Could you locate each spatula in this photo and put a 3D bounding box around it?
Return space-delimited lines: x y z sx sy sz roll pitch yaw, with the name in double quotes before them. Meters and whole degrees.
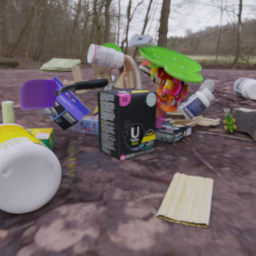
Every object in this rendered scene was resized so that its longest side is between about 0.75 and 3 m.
"spatula" -1.341 -0.910 6.491 0.248 0.683 2.415 29 33 32

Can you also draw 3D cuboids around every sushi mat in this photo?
"sushi mat" 1.160 1.323 5.415 0.863 0.109 1.804 6 16 18

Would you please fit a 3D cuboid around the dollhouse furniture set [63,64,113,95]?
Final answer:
"dollhouse furniture set" -1.577 -1.867 10.112 1.203 1.028 2.321 -7 13 21

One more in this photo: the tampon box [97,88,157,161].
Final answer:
"tampon box" -0.033 -0.170 7.796 1.298 1.732 1.093 -12 19 -37

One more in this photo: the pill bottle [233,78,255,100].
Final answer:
"pill bottle" 7.326 -2.371 17.028 1.193 1.193 2.060 0 16 0

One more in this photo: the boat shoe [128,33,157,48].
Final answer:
"boat shoe" 0.401 -2.427 7.992 0.364 0.409 1.113 30 3 -35

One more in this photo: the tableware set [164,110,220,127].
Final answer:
"tableware set" 2.009 -0.354 11.175 2.461 0.342 2.946 -14 20 -42

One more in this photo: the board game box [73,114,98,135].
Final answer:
"board game box" -1.088 -0.172 10.170 1.651 0.510 1.652 2 16 7

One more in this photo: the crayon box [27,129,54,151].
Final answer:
"crayon box" -3.074 0.408 7.999 1.764 0.514 1.048 -2 15 -7

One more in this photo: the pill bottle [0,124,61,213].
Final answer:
"pill bottle" -2.305 0.653 5.652 1.266 1.266 2.317 -10 18 -32

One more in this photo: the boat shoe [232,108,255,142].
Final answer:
"boat shoe" 4.436 -0.134 9.126 0.990 1.044 2.757 0 17 -7

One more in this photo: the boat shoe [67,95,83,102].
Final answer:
"boat shoe" -2.302 -1.203 11.814 0.313 0.275 0.879 22 -2 42

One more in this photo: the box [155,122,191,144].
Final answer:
"box" 1.150 0.100 9.443 1.558 0.358 1.239 11 19 36

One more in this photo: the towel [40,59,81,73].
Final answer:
"towel" -2.851 -2.743 12.266 1.485 0.365 2.002 1 21 1

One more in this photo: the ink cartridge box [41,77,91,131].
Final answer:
"ink cartridge box" -2.106 -0.677 8.701 1.499 1.485 0.325 -28 23 47

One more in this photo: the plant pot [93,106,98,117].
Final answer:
"plant pot" -0.878 -0.738 11.016 0.947 0.672 0.947 0 -25 0

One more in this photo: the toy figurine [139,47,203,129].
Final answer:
"toy figurine" 1.021 -0.921 8.486 1.899 2.328 2.529 6 32 -20

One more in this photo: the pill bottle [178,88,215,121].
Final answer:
"pill bottle" 2.544 -0.885 10.347 1.240 0.689 0.689 -39 5 17

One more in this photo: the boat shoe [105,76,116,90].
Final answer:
"boat shoe" -0.643 -1.624 11.681 0.557 0.618 1.749 28 36 -12

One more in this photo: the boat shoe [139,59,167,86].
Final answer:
"boat shoe" 1.057 -1.839 10.277 0.494 1.580 0.562 -51 20 -10

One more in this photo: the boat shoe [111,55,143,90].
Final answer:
"boat shoe" -0.080 -1.490 10.287 1.050 1.108 2.926 -8 60 -14

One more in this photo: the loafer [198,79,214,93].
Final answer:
"loafer" 5.338 -2.795 19.042 0.953 0.951 2.725 6 16 22

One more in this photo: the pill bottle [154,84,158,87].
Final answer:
"pill bottle" 1.431 -2.373 12.297 0.601 1.052 0.601 -5 34 3

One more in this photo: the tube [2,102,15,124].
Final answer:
"tube" -3.726 -0.181 8.735 0.365 1.258 0.327 -5 13 -19

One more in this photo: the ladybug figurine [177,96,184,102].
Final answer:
"ladybug figurine" 2.794 -1.754 16.079 0.916 0.485 1.349 5 16 18

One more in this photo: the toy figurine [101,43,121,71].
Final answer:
"toy figurine" -0.947 -3.277 14.204 1.098 1.463 1.346 -2 -29 -11

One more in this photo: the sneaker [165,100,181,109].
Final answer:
"sneaker" 1.575 -1.111 9.874 0.593 1.026 0.378 -1 41 -1

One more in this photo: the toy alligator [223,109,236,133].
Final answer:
"toy alligator" 3.630 -0.209 10.047 0.391 0.283 1.180 -6 45 18

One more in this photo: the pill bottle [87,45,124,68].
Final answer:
"pill bottle" -0.804 -2.538 10.089 1.193 0.676 0.676 7 11 -24
